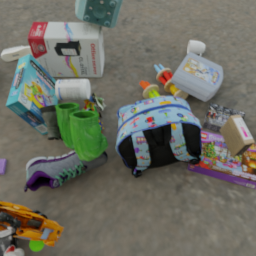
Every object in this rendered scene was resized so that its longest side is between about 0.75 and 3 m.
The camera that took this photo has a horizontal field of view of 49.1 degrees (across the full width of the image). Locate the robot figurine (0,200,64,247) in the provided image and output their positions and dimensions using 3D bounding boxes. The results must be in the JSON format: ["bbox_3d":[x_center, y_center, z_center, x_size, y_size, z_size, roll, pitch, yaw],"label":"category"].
[{"bbox_3d":[-2.952,2.295,7.006,1.789,2.468,0.718,2,66,48],"label":"robot figurine"}]

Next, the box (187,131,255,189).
[{"bbox_3d":[3.369,1.045,9.748,2.291,0.448,1.567,14,52,14],"label":"box"}]

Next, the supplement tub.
[{"bbox_3d":[-2.085,-1.445,10.618,1.182,0.780,0.780,0,51,5],"label":"supplement tub"}]

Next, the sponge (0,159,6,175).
[{"bbox_3d":[-4.799,1.393,9.719,1.019,0.152,0.568,-6,52,-4],"label":"sponge"}]

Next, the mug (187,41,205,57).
[{"bbox_3d":[3.308,-3.778,13.604,0.757,0.637,0.863,6,82,2],"label":"mug"}]

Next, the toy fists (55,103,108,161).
[{"bbox_3d":[-1.517,0.101,8.947,0.982,1.456,2.856,-14,20,-28],"label":"toy fists"}]

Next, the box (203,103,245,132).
[{"bbox_3d":[3.755,-0.311,10.941,1.420,0.353,1.119,17,53,13],"label":"box"}]

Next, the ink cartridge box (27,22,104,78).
[{"bbox_3d":[-2.577,-3.376,12.253,2.912,2.122,1.206,1,51,1],"label":"ink cartridge box"}]

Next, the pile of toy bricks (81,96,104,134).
[{"bbox_3d":[-1.576,-0.468,10.860,0.808,0.908,1.636,-26,57,15],"label":"pile of toy bricks"}]

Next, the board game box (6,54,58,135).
[{"bbox_3d":[-3.504,-1.287,10.680,0.587,1.890,2.503,-19,50,18],"label":"board game box"}]

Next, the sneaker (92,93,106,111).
[{"bbox_3d":[-1.129,-1.067,10.970,0.364,0.821,0.316,-42,35,-24],"label":"sneaker"}]

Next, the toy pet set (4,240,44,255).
[{"bbox_3d":[-3.819,3.403,7.437,2.783,1.583,2.980,-36,89,-25],"label":"toy pet set"}]

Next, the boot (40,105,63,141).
[{"bbox_3d":[-2.561,-0.193,10.539,0.679,2.007,1.311,-11,93,19],"label":"boot"}]

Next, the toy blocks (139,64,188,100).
[{"bbox_3d":[1.284,-1.852,11.914,1.753,0.764,2.103,-19,54,-15],"label":"toy blocks"}]

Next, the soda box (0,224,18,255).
[{"bbox_3d":[-3.465,3.610,7.631,0.724,0.648,2.046,-8,52,-6],"label":"soda box"}]

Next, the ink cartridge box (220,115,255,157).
[{"bbox_3d":[3.580,0.269,9.284,0.412,0.903,1.096,-7,60,-14],"label":"ink cartridge box"}]

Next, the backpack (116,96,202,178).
[{"bbox_3d":[0.849,0.075,8.566,2.720,2.980,2.005,-13,64,7],"label":"backpack"}]

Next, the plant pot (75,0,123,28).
[{"bbox_3d":[-1.106,-5.034,11.110,1.923,1.918,1.959,11,46,-13],"label":"plant pot"}]

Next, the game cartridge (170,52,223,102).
[{"bbox_3d":[3.034,-2.218,11.861,1.877,0.585,2.819,25,42,10],"label":"game cartridge"}]

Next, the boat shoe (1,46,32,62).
[{"bbox_3d":[-5.204,-3.665,13.519,1.769,0.637,0.606,-17,54,-1],"label":"boat shoe"}]

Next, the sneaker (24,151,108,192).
[{"bbox_3d":[-1.958,1.464,9.060,2.717,1.011,1.189,-12,39,0],"label":"sneaker"}]
